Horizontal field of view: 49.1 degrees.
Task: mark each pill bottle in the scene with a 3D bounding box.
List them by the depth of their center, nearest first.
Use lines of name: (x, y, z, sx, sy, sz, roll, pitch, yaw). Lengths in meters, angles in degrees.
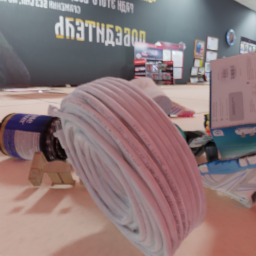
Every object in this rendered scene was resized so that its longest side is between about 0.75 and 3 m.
pill bottle: (-2.428, 0.300, 8.149, 2.444, 1.367, 1.367, 5, 13, 19)

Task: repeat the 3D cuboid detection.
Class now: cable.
cable: (-0.063, 0.560, 3.992, 0.892, 2.575, 2.575, -30, 12, -24)

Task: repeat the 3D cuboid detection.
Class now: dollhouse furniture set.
dollhouse furniture set: (-1.413, 0.860, 6.270, 1.535, 0.795, 0.679, 1, 56, 3)

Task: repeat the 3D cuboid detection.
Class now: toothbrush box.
toothbrush box: (2.598, -0.182, 6.354, 1.048, 1.799, 2.457, -7, -32, 28)

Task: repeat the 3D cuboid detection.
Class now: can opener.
can opener: (1.900, 0.656, 7.440, 0.604, 0.757, 2.264, -7, -15, 2)

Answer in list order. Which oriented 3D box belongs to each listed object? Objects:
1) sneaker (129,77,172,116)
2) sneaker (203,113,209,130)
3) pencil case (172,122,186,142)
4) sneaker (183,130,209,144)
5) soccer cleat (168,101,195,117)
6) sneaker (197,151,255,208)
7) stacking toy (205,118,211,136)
sneaker: (-0.178, -0.226, 7.248, 2.581, 0.951, 1.492, -37, 36, 9)
sneaker: (3.519, -0.176, 12.152, 0.468, 0.521, 1.267, -5, 28, 19)
pencil case: (0.660, 0.644, 6.495, 1.215, 1.319, 2.855, -32, 2, 18)
sneaker: (1.687, 0.491, 9.045, 1.022, 0.720, 1.925, -11, 6, -29)
soccer cleat: (2.770, -1.068, 15.654, 2.048, 0.884, 0.715, 0, 12, -3)
sneaker: (2.058, 1.117, 5.670, 0.900, 1.040, 2.400, -14, -6, -37)
stacking toy: (3.232, -0.303, 10.147, 0.918, 1.673, 0.971, 2, 8, 11)
